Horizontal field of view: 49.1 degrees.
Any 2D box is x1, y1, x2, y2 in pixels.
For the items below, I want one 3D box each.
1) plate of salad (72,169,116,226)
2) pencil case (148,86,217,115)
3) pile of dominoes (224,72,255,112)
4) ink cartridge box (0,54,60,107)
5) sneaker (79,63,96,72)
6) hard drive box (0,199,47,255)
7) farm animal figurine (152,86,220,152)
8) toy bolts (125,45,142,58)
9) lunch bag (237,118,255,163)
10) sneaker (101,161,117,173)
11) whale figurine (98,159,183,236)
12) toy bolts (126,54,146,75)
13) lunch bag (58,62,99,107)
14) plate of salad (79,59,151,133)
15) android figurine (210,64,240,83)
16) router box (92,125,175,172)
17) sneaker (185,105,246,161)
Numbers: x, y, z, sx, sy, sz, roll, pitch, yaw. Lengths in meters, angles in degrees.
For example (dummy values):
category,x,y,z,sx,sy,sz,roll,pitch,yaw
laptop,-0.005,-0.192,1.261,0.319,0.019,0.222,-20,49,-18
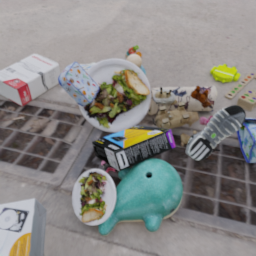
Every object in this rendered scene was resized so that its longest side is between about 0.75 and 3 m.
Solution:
category,x,y,z,sx,sy,sz,roll,pitch,yaw
plate of salad,-1.054,1.965,8.030,1.592,0.382,1.592,-9,72,30
pencil case,2.212,-1.172,11.954,2.912,1.302,1.133,-3,72,-3
pile of dominoes,6.167,-1.714,12.998,2.337,0.477,2.999,31,52,29
ink cartridge box,-4.696,-2.326,13.225,1.846,1.042,2.515,27,49,26
sneaker,-2.287,-2.858,14.141,1.760,0.632,0.638,-14,51,-11
hard drive box,-3.050,2.683,6.547,2.023,0.777,1.576,-12,51,3
farm animal figurine,2.165,-0.233,10.697,2.506,1.321,2.533,4,68,6
toy bolts,0.250,-4.148,15.738,0.843,0.584,0.805,-29,90,-40
lunch bag,5.080,0.257,10.370,1.735,1.300,2.041,2,33,3
sneaker,-0.399,1.320,9.857,1.048,0.414,0.500,-13,55,-6
whale figurine,0.225,1.967,8.234,2.843,1.475,2.262,-24,52,-9
toy bolts,-0.072,-1.855,11.923,2.484,1.803,2.600,34,61,29
lunch bag,-1.587,-1.433,9.246,0.515,1.363,1.092,-20,33,34
plate of salad,-0.498,-1.185,10.673,2.850,2.850,0.685,-6,13,-6
android figurine,4.903,-2.749,14.218,1.452,0.328,1.596,22,46,22
router box,0.058,0.558,9.371,1.954,0.669,2.619,-21,11,-19
sneaker,2.548,0.111,8.706,2.154,1.244,0.808,-40,92,-7
